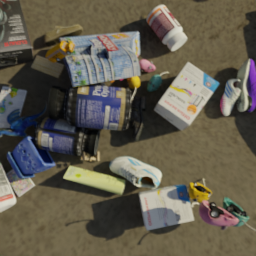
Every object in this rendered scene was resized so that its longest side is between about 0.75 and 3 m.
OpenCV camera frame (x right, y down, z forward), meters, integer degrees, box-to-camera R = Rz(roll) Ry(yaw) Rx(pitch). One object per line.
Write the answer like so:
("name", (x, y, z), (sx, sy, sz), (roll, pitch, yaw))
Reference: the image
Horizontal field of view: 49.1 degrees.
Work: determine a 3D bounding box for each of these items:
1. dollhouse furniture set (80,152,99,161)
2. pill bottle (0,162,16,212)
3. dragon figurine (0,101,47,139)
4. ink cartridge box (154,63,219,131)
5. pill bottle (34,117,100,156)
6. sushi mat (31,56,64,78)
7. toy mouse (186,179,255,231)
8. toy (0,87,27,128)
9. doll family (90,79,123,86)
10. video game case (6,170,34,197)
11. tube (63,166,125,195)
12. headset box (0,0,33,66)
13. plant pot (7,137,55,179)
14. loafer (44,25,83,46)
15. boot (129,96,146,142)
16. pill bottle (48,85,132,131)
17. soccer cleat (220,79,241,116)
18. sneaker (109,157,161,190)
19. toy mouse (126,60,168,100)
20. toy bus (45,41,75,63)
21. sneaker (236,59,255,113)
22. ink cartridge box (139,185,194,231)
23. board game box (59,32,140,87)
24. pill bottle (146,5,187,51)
("dollhouse furniture set", (-1.423, 1.012, 10.061), (0.395, 0.763, 0.338), (-8, 77, 33))
("pill bottle", (-5.056, 1.656, 9.514), (1.569, 1.569, 2.708), (-26, 80, -4))
("dragon figurine", (-3.820, -0.208, 9.863), (2.185, 1.086, 0.643), (-44, 49, 4))
("ink cartridge box", (2.039, -1.069, 10.095), (1.360, 1.337, 1.848), (36, 83, 5))
("pill bottle", (-2.119, 0.346, 9.937), (2.109, 1.179, 1.179), (11, 80, 2))
("sushi mat", (-3.149, -2.399, 10.984), (1.206, 0.073, 0.577), (21, 80, 4))
("toy mouse", (2.821, 2.584, 8.508), (2.513, 2.828, 0.547), (33, 104, 29))
("toy", (-4.427, -0.659, 10.517), (0.964, 0.395, 1.674), (11, 82, 4))
("doll family", (-0.969, -1.906, 10.421), (1.774, 0.799, 1.101), (-45, 44, -8))
("video game case", (-3.966, 1.921, 10.222), (0.683, 0.086, 0.953), (-36, 82, -6))
("tube", (-1.175, 1.842, 9.928), (2.122, 0.616, 0.551), (16, 72, 0))
("headset box", (-4.858, -3.562, 10.434), (2.100, 1.090, 2.822), (-14, 79, -19))
("plant pot", (-3.445, 1.105, 9.837), (1.074, 1.194, 1.194), (-33, 82, 1))
("loafer", (-2.575, -3.730, 10.942), (1.614, 0.614, 0.544), (-20, 86, -3))
("boot", (-0.221, -0.493, 10.421), (1.672, 0.665, 1.921), (7, 73, 4))
("pill bottle", (-1.259, -0.712, 9.354), (2.595, 1.451, 1.451), (5, 80, -7))
("soccer cleat", (3.836, -1.157, 10.427), (0.504, 0.623, 1.444), (19, 78, -32))
("sneaker", (0.216, 1.575, 9.811), (1.886, 0.762, 0.722), (15, 116, 8))
("toy mouse", (0.768, -2.047, 10.620), (1.678, 0.365, 1.888), (-9, 66, -6))
("toy bus", (-2.198, -2.485, 9.087), (0.412, 1.053, 0.343), (39, 50, -35))
("sneaker", (4.706, -1.544, 10.571), (1.010, 0.706, 2.030), (6, 84, -5))
("ink cartridge box", (1.228, 2.655, 9.547), (1.591, 1.151, 1.171), (-10, 80, -2))
("board game box", (-0.758, -2.624, 9.930), (2.984, 2.986, 0.921), (-13, 123, -12))
("pill bottle", (1.502, -3.820, 10.805), (0.907, 0.907, 1.588), (-33, 81, -5))
